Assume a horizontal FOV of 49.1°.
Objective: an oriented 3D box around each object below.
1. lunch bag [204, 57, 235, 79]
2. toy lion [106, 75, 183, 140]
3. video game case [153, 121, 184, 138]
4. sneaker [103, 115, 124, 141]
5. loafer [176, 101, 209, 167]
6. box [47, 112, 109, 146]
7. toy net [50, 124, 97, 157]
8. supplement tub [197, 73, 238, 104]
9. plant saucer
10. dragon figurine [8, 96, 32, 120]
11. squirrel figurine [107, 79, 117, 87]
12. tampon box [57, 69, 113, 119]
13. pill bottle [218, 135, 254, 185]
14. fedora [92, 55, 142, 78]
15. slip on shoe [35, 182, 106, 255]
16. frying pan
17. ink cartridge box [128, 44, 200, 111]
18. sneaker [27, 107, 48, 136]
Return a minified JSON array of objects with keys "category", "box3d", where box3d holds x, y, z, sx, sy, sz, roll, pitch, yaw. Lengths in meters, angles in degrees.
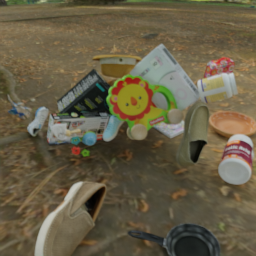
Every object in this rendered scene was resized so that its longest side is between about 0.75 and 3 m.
[{"category":"lunch bag","box3d":[3.854,-2.465,11.783,1.212,1.067,0.497,-14,45,-18]},{"category":"toy lion","box3d":[0.511,-0.851,9.952,2.349,2.252,0.807,-22,6,-14]},{"category":"video game case","box3d":[1.721,-0.200,12.533,1.296,0.163,1.810,-22,38,-31]},{"category":"sneaker","box3d":[-0.596,-0.149,10.480,0.504,0.558,1.363,10,55,30]},{"category":"loafer","box3d":[2.318,0.249,9.427,0.877,2.305,0.777,13,0,-29]},{"category":"box","box3d":[-1.909,0.010,10.734,2.235,1.230,0.388,-5,39,-33]},{"category":"toy net","box3d":[-2.004,0.366,10.003,1.817,0.953,0.351,27,15,-32]},{"category":"supplement tub","box3d":[3.151,-1.405,9.888,1.218,0.886,0.886,-13,27,21]},{"category":"plant saucer","box3d":[4.530,-0.106,12.188,1.981,0.371,1.981,0,33,0]},{"category":"dragon figurine","box3d":[-4.397,-0.748,11.067,0.808,1.624,0.478,5,71,27]},{"category":"squirrel figurine","box3d":[-0.660,-1.607,13.236,1.670,1.789,1.266,12,38,-3]},{"category":"tampon box","box3d":[-1.587,-1.008,11.582,2.122,1.591,1.340,-39,36,9]},{"category":"pill bottle","box3d":[3.795,1.033,9.734,1.018,1.018,1.784,14,35,21]},{"category":"fedora","box3d":[-0.446,-2.563,11.834,2.183,0.890,2.183,1,9,0]},{"category":"slip on shoe","box3d":[-1.362,2.482,7.319,0.900,1.130,2.972,-11,21,20]},{"category":"frying pan","box3d":[1.199,3.088,7.085,2.247,0.366,1.359,-7,32,-7]},{"category":"ink cartridge box","box3d":[0.957,-1.380,11.018,2.416,2.973,0.848,50,34,-5]},{"category":"sneaker","box3d":[-3.676,-0.225,11.659,0.505,1.347,0.584,21,16,-41]}]
